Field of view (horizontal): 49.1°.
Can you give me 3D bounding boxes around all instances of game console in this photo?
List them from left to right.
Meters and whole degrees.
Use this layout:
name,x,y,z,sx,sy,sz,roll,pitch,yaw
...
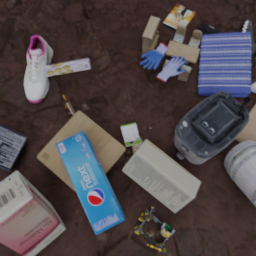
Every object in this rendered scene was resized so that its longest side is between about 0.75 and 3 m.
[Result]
name,x,y,z,sx,sy,sz,roll,pitch,yaw
game console,3.469,-4.048,12.321,1.046,0.609,0.920,28,42,9

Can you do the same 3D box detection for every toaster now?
name,x,y,z,sx,sy,sz,roll,pitch,yaw
toaster,2.868,0.025,9.871,2.885,1.864,1.640,-40,76,-13

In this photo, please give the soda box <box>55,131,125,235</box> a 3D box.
name,x,y,z,sx,sy,sz,roll,pitch,yaw
soda box,-1.138,1.651,8.610,0.943,0.996,2.938,-26,77,-4

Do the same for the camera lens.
name,x,y,z,sx,sy,sz,roll,pitch,yaw
camera lens,4.305,1.538,9.148,1.565,1.565,1.957,-21,40,-8

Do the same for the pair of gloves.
name,x,y,z,sx,sy,sz,roll,pitch,yaw
pair of gloves,1.374,-2.515,10.784,1.727,0.197,1.388,40,76,20

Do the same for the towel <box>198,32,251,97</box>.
name,x,y,z,sx,sy,sz,roll,pitch,yaw
towel,3.900,-2.553,11.320,1.994,0.328,2.754,3,75,18

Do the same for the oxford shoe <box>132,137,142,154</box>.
name,x,y,z,sx,sy,sz,roll,pitch,yaw
oxford shoe,0.385,0.880,10.298,0.465,0.485,1.315,-4,70,-2

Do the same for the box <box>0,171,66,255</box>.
name,x,y,z,sx,sy,sz,roll,pitch,yaw
box,-3.162,2.674,8.433,1.482,2.318,1.263,-38,50,-16

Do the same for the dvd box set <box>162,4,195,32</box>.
name,x,y,z,sx,sy,sz,roll,pitch,yaw
dvd box set,2.287,-4.906,12.582,0.969,0.195,1.325,32,73,12

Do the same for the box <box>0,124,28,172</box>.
name,x,y,z,sx,sy,sz,roll,pitch,yaw
box,-4.539,0.666,9.922,1.379,0.850,1.368,30,68,-20

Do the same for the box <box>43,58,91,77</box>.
name,x,y,z,sx,sy,sz,roll,pitch,yaw
box,-2.308,-2.285,10.617,1.742,0.361,0.337,-9,32,1

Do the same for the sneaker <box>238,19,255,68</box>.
name,x,y,z,sx,sy,sz,roll,pitch,yaw
sneaker,5.071,-3.466,11.781,1.062,0.780,2.347,15,74,2

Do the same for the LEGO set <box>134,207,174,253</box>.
name,x,y,z,sx,sy,sz,roll,pitch,yaw
LEGO set,0.873,3.373,9.150,1.374,0.796,1.057,43,83,15

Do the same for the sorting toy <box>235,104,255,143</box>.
name,x,y,z,sx,sy,sz,roll,pitch,yaw
sorting toy,5.359,0.135,10.667,1.949,0.384,2.106,37,78,13

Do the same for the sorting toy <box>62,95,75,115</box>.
name,x,y,z,sx,sy,sz,roll,pitch,yaw
sorting toy,-2.227,-0.732,10.545,0.183,0.522,1.083,-27,101,1

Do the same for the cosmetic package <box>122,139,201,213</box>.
name,x,y,z,sx,sy,sz,roll,pitch,yaw
cosmetic package,1.066,1.585,9.193,2.276,1.178,0.832,38,41,3

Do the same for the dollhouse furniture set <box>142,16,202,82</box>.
name,x,y,z,sx,sy,sz,roll,pitch,yaw
dollhouse furniture set,1.763,-3.313,11.260,2.237,1.486,1.961,19,74,8

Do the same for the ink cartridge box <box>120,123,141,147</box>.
name,x,y,z,sx,sy,sz,roll,pitch,yaw
ink cartridge box,0.088,0.277,10.553,0.602,0.309,0.815,-13,81,-3

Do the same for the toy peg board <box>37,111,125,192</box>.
name,x,y,z,sx,sy,sz,roll,pitch,yaw
toy peg board,-1.580,0.967,9.862,2.148,1.055,2.157,38,77,8

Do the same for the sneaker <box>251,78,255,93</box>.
name,x,y,z,sx,sy,sz,roll,pitch,yaw
sneaker,6.210,-1.191,10.787,2.968,0.991,1.591,0,67,-3

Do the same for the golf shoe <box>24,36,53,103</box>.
name,x,y,z,sx,sy,sz,roll,pitch,yaw
golf shoe,-3.692,-2.365,11.101,1.038,1.262,2.757,0,71,-1
